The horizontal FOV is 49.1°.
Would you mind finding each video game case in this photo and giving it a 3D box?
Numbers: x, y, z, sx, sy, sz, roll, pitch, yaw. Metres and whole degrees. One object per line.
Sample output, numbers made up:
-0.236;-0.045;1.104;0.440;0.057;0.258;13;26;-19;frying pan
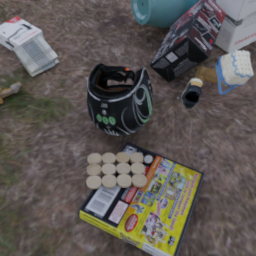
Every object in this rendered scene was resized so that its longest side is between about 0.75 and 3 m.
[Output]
0.451;1.665;7.058;2.387;0.337;2.642;21;43;15;video game case

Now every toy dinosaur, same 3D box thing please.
-4.969;-0.944;9.088;2.983;0.901;1.584;-4;30;-7;toy dinosaur

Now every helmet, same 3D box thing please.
-0.211;-0.765;8.063;2.052;1.956;2.052;-5;55;7;helmet

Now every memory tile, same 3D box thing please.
-0.308;1.077;7.204;1.504;0.126;1.153;-1;42;-6;memory tile

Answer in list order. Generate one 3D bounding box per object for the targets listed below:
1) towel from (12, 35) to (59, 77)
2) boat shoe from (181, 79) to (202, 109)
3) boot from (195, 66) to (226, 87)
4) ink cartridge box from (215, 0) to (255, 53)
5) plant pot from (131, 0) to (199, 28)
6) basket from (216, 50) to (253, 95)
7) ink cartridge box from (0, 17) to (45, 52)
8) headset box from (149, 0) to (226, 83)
-3.289;-2.600;10.095;1.215;0.218;1.262;-38;93;-25;towel
1.748;-0.842;7.786;0.493;1.322;0.411;13;67;6;boat shoe
2.695;-1.523;9.130;1.026;0.899;0.339;20;20;28;boot
4.291;-4.538;10.126;2.159;2.942;1.219;-28;57;-19;ink cartridge box
1.264;-4.759;10.607;1.956;2.082;2.082;-20;57;-23;plant pot
2.905;-1.571;7.894;0.803;1.154;1.018;0;78;-24;basket
-4.146;-3.492;10.782;1.561;0.653;1.126;33;62;21;ink cartridge box
2.059;-3.069;9.507;0.984;1.949;2.623;37;57;-17;headset box
